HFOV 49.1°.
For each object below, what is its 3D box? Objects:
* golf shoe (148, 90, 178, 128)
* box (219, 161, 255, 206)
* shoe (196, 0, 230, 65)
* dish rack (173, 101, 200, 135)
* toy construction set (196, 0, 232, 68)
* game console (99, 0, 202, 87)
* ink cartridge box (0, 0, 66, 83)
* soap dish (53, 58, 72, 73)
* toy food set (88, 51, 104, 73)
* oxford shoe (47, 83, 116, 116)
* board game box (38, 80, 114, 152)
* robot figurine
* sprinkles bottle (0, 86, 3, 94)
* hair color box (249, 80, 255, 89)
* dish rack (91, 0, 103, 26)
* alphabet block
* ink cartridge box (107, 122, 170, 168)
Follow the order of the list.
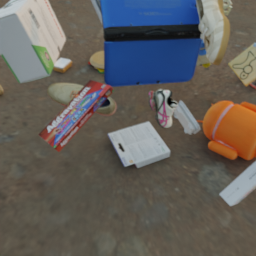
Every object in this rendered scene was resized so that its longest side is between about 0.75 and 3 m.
[{"bbox_3d":[0.623,-0.278,4.570,0.404,0.878,0.319,-5,56,20],"label":"golf shoe"},{"bbox_3d":[2.191,0.941,5.011,1.058,1.357,0.279,-45,62,9],"label":"box"},{"bbox_3d":[1.807,-2.292,6.216,0.615,0.805,2.302,6,58,4],"label":"shoe"},{"bbox_3d":[1.318,-0.188,6.507,0.201,0.925,0.794,-32,81,-2],"label":"dish rack"},{"bbox_3d":[2.654,-3.261,9.617,1.362,1.939,2.957,5,50,33],"label":"toy construction set"},{"bbox_3d":[0.546,-2.430,7.360,2.538,1.502,2.166,-5,75,-10],"label":"game console"},{"bbox_3d":[-2.407,-2.332,6.938,0.880,1.524,2.087,-14,38,11],"label":"ink cartridge box"},{"bbox_3d":[-2.906,-2.746,12.346,0.601,0.310,0.764,16,45,17],"label":"soap dish"},{"bbox_3d":[-1.012,-3.020,12.594,1.505,0.370,1.521,-20,47,-20],"label":"toy food set"},{"bbox_3d":[-1.228,-0.843,7.247,1.900,0.701,0.672,13,81,4],"label":"oxford shoe"},{"bbox_3d":[-1.096,-0.310,5.841,1.669,0.162,0.859,-50,39,-13],"label":"board game box"},{"bbox_3d":[3.369,0.038,8.609,2.414,1.737,1.408,32,17,30],"label":"robot figurine"},{"bbox_3d":[-5.505,-1.187,10.538,0.516,0.516,1.513,31,51,28],"label":"sprinkles bottle"},{"bbox_3d":[5.758,-2.272,11.651,1.828,0.584,1.014,-17,46,-19],"label":"hair color box"},{"bbox_3d":[-0.230,-4.871,10.403,2.419,2.819,0.614,-18,11,42],"label":"dish rack"},{"bbox_3d":[4.051,-2.067,9.197,0.980,1.004,0.985,56,30,8],"label":"alphabet block"},{"bbox_3d":[0.304,0.549,8.847,1.531,0.331,1.503,-17,46,-15],"label":"ink cartridge box"}]
